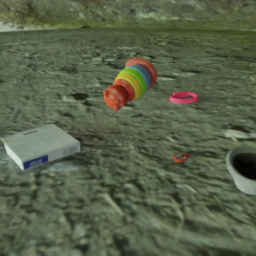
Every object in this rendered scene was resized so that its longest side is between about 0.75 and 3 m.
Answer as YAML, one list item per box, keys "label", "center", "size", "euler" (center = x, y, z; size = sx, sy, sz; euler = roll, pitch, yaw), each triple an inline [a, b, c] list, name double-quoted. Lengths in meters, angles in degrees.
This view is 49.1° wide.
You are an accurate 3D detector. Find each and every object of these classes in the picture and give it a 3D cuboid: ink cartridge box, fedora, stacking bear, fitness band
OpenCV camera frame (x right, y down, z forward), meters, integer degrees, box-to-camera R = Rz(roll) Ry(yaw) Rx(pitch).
- label: "ink cartridge box"
  center: [-2.879, 0.550, 9.149]
  size: [1.912, 0.422, 1.947]
  euler: [-19, 29, -35]
- label: "fedora"
  center: [3.246, 1.209, 7.399]
  size: [1.318, 0.673, 1.490]
  euler: [-2, 33, 1]
- label: "stacking bear"
  center: [-0.012, -1.531, 10.473]
  size: [1.305, 1.394, 2.295]
  euler: [-12, 27, 51]
- label: "fitness band"
  center: [2.749, -1.475, 13.741]
  size: [1.387, 0.260, 0.996]
  euler: [-8, 29, -15]

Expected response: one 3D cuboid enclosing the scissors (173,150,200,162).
- label: "scissors"
  center: [1.926, 0.882, 8.847]
  size: [1.139, 0.079, 0.417]
  euler: [-8, 23, -24]
